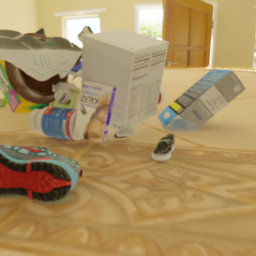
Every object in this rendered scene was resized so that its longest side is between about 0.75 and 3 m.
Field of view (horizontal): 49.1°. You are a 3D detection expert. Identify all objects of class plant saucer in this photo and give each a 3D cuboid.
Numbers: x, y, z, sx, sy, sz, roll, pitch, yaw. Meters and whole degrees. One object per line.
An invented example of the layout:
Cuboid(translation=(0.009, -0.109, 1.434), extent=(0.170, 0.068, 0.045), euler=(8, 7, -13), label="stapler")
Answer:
Cuboid(translation=(-2.580, -1.779, 8.391), extent=(0.344, 2.142, 2.142), euler=(1, 13, 40), label="plant saucer")

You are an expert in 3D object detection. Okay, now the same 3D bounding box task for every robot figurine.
Cuboid(translation=(-1.978, -1.062, 8.391), extent=(0.670, 0.446, 0.790), euler=(30, 27, -36), label="robot figurine")

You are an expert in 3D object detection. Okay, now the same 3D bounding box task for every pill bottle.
Cuboid(translation=(-2.243, -0.173, 8.864), extent=(1.712, 0.961, 0.961), euler=(6, 17, 20), label="pill bottle")

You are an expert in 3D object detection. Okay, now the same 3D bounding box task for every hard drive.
Cuboid(translation=(-1.464, -2.715, 12.879), extent=(2.924, 0.371, 1.929), euler=(20, 37, 41), label="hard drive")

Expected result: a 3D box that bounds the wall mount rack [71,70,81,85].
Cuboid(translation=(-1.789, -2.111, 11.307), extent=(0.911, 0.391, 1.048), euler=(-11, 34, 35), label="wall mount rack")

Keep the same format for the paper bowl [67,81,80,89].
Cuboid(translation=(-3.560, -2.046, 14.680), extent=(1.912, 0.994, 1.912), euler=(24, -2, 1), label="paper bowl")

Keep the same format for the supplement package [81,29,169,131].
Cuboid(translation=(-0.186, -1.668, 9.430), extent=(2.029, 2.673, 2.014), euler=(27, 36, 29), label="supplement package")

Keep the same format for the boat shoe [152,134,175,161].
Cuboid(translation=(0.942, 0.472, 7.434), extent=(0.483, 0.475, 1.340), euler=(5, 16, 18), label="boat shoe")

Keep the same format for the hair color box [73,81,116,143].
Cuboid(translation=(-0.948, -0.454, 7.961), extent=(0.888, 1.625, 0.526), euler=(12, 7, 6), label="hair color box")

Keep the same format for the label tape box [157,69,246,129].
Cuboid(translation=(2.585, -0.905, 10.477), extent=(2.919, 0.965, 2.091), euler=(-42, 10, 8), label="label tape box")

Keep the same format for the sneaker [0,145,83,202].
Cuboid(translation=(-2.083, 0.839, 5.681), extent=(2.425, 0.962, 1.159), euler=(13, 10, 12), label="sneaker")

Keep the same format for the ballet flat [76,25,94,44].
Cuboid(translation=(-1.279, -3.062, 10.042), extent=(0.706, 0.706, 2.034), euler=(4, -1, 15), label="ballet flat")

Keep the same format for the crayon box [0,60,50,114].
Cuboid(translation=(-4.073, -1.904, 11.399), extent=(0.796, 2.730, 2.356), euler=(-42, -17, 27), label="crayon box")

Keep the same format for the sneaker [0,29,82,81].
Cuboid(translation=(-2.452, -1.761, 7.275), extent=(1.021, 1.164, 2.904), euler=(44, 30, 24), label="sneaker")

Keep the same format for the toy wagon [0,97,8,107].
Cuboid(translation=(-6.905, -1.134, 13.249), extent=(1.775, 0.453, 2.288), euler=(2, 16, 10), label="toy wagon")

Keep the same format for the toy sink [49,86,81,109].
Cuboid(translation=(-2.200, -1.043, 10.135), extent=(0.902, 1.384, 0.775), euler=(14, -26, 0), label="toy sink")

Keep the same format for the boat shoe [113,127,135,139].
Cuboid(translation=(-0.127, 0.164, 8.521), extent=(0.774, 0.279, 0.274), euler=(-2, -24, -42), label="boat shoe")

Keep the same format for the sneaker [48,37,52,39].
Cuboid(translation=(-2.926, -2.732, 10.720), extent=(2.364, 0.927, 1.063), euler=(-13, -7, 35), label="sneaker")

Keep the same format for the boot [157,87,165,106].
Cuboid(translation=(0.164, -1.401, 13.280), extent=(2.074, 1.041, 2.875), euler=(-14, 14, -38), label="boot")

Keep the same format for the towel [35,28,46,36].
Cuboid(translation=(-3.349, -2.539, 10.095), extent=(1.354, 1.846, 0.200), euler=(-24, -19, 17), label="towel")

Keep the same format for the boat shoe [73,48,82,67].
Cuboid(translation=(-2.330, -2.987, 12.205), extent=(0.414, 0.484, 1.320), euler=(-17, 27, 43), label="boat shoe")
